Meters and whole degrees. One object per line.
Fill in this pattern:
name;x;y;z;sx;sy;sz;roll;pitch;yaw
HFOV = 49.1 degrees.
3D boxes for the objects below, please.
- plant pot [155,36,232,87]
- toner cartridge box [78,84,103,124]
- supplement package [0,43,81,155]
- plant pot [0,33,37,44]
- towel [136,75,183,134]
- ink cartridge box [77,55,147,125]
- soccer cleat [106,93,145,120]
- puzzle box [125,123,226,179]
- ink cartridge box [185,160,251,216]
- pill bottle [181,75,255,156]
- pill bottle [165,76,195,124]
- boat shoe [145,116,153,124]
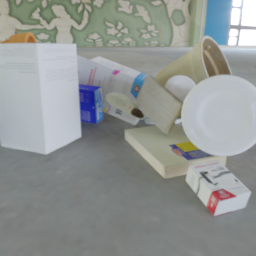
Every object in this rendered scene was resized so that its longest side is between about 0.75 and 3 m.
plant pot;2.284;-1.701;10.192;2.203;2.407;2.407;-20;4;39
toner cartridge box;-2.023;-0.895;9.366;2.391;1.136;0.516;10;28;21
supplement package;-2.372;-0.860;7.408;1.579;2.636;1.598;7;17;23
plant pot;-4.055;-1.615;9.494;2.052;2.932;2.932;-7;21;-4
towel;0.808;-0.667;7.670;0.263;1.012;1.527;-9;43;-41
ink cartridge box;-0.639;-1.395;9.534;2.691;1.549;0.913;24;27;7
soccer cleat;-0.041;-0.661;8.389;1.335;0.463;0.518;26;17;-11
puzzle box;1.091;0.480;7.338;1.661;0.317;2.497;-7;21;-19
ink cartridge box;1.655;1.089;5.268;0.718;0.406;0.979;-8;33;-21
pill bottle;2.118;-0.336;6.594;1.584;1.584;2.846;5;6;14
pill bottle;1.552;-0.821;8.902;0.939;0.939;1.650;-1;-25;2
boat shoe;1.008;-0.670;10.085;0.691;0.595;1.918;4;19;11
